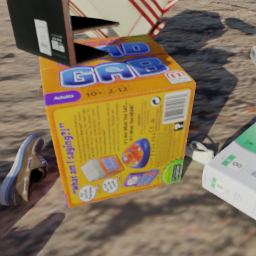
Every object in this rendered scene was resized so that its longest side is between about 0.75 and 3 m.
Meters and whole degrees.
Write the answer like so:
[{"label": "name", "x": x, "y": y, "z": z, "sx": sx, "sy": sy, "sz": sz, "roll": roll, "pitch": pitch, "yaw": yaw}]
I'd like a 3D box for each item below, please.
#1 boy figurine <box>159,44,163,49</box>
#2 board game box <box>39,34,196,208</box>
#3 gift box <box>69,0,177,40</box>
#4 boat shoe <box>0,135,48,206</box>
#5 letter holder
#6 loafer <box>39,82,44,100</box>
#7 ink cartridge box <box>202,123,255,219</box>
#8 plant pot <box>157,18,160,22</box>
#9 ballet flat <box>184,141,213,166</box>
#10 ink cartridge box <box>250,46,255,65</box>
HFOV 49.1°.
[{"label": "boy figurine", "x": 1.089, "y": -3.027, "z": 11.498, "sx": 0.881, "sy": 0.457, "sz": 1.418, "roll": 8, "pitch": 37, "yaw": 17}, {"label": "board game box", "x": -0.405, "y": -0.297, "z": 6.286, "sx": 2.592, "sy": 2.594, "sz": 2.592, "roll": -11, "pitch": 40, "yaw": -13}, {"label": "gift box", "x": -0.210, "y": -3.953, "z": 8.077, "sx": 2.899, "sy": 2.707, "sz": 2.675, "roll": -53, "pitch": 37, "yaw": -1}, {"label": "boat shoe", "x": -2.206, "y": 0.947, "z": 6.377, "sx": 0.674, "sy": 0.673, "sz": 1.863, "roll": 8, "pitch": 49, "yaw": 3}, {"label": "letter holder", "x": -0.749, "y": -1.417, "z": 3.720, "sx": 1.081, "sy": 0.765, "sz": 1.521, "roll": -24, "pitch": 35, "yaw": -35}, {"label": "loafer", "x": -2.661, "y": -1.464, "z": 9.496, "sx": 0.483, "sy": 0.470, "sz": 1.323, "roll": 2, "pitch": 38, "yaw": 2}, {"label": "ink cartridge box", "x": 3.353, "y": 1.040, "z": 5.356, "sx": 2.388, "sy": 0.743, "sz": 2.967, "roll": -30, "pitch": 41, "yaw": -32}, {"label": "plant pot", "x": -0.042, "y": -3.814, "z": 11.268, "sx": 2.441, "sy": 2.441, "sz": 2.234, "roll": 6, "pitch": 50, "yaw": 7}, {"label": "ballet flat", "x": 1.520, "y": 0.477, "z": 7.051, "sx": 1.372, "sy": 0.492, "sz": 0.492, "roll": 24, "pitch": 44, "yaw": 26}, {"label": "ink cartridge box", "x": 6.090, "y": -2.625, "z": 10.944, "sx": 2.122, "sy": 0.532, "sz": 1.721, "roll": 1, "pitch": 39, "yaw": 6}]
